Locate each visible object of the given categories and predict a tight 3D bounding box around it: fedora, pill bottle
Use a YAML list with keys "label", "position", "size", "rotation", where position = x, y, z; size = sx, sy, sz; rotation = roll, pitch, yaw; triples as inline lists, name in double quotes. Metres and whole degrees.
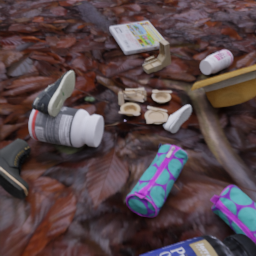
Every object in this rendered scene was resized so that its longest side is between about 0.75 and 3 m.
- label: "fedora"
  position: [3.611, -1.394, 9.806]
  size: [2.732, 1.114, 2.732]
  rotation: [-17, 4, 1]
- label: "pill bottle"
  position: [-1.868, -0.038, 8.643]
  size: [2.041, 1.182, 1.182]
  rotation: [9, 43, 9]
- label: "pill bottle"
  position: [3.735, -2.765, 11.900]
  size: [1.336, 0.757, 0.757]
  rotation: [-28, 49, -27]
- label: "pill bottle"
  position: [1.185, 2.914, 5.244]
  size: [2.640, 1.476, 1.476]
  rotation: [-12, 44, -13]

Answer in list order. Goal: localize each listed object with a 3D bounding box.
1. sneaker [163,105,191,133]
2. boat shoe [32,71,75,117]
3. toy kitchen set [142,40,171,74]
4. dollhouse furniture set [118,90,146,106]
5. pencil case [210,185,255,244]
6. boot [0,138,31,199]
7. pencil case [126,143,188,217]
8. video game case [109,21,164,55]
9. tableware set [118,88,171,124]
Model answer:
- label: "sneaker"
  position: [1.625, -0.358, 9.227]
  size: [1.137, 0.434, 0.458]
  rotation: [-45, 38, -11]
- label: "boat shoe"
  position: [-2.188, -1.165, 8.556]
  size: [0.708, 0.752, 2.093]
  rotation: [8, 41, 11]
- label: "toy kitchen set"
  position: [1.073, -3.130, 12.028]
  size: [1.154, 1.041, 0.942]
  rotation: [-26, 45, -11]
- label: "dollhouse furniture set"
  position: [0.123, -1.137, 10.455]
  size: [1.026, 0.454, 0.532]
  rotation: [-9, 18, -19]
- label: "pencil case"
  position: [2.866, 2.295, 6.333]
  size: [0.955, 0.879, 2.066]
  rotation: [2, 34, -41]
- label: "boot"
  position: [-3.098, 0.992, 7.902]
  size: [2.021, 0.783, 1.398]
  rotation: [29, 45, 27]
- label: "pencil case"
  position: [0.791, 1.317, 7.346]
  size: [0.885, 0.961, 2.080]
  rotation: [20, 47, 22]
- label: "video game case"
  position: [0.471, -4.575, 14.087]
  size: [2.195, 0.276, 2.412]
  rotation: [-15, 50, -15]
- label: "tableware set"
  position: [0.628, -0.876, 10.216]
  size: [1.788, 0.248, 2.141]
  rotation: [7, 41, 7]
